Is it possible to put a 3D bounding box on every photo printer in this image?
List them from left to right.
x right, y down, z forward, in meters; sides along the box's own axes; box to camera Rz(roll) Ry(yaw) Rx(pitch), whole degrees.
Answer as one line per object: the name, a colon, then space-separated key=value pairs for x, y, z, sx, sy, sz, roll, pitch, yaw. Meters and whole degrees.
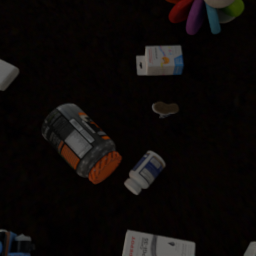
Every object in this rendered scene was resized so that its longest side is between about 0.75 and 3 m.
photo printer: x=-4.573 y=-1.920 z=9.745 sx=1.175 sy=0.408 sz=0.977 roll=27 pitch=68 yaw=12

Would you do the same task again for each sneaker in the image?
sneaker: x=0.883 y=-0.462 z=7.602 sx=0.960 sy=0.521 sz=0.337 roll=-2 pitch=77 yaw=-42

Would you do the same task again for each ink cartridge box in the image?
ink cartridge box: x=0.703 y=3.405 z=7.038 sx=1.746 sy=0.723 sz=1.279 roll=9 pitch=65 yaw=4
ink cartridge box: x=1.090 y=-2.375 z=9.896 sx=1.567 sy=0.532 sz=0.902 roll=-2 pitch=65 yaw=-1

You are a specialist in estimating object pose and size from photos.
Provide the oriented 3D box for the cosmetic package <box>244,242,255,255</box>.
cosmetic package: x=3.333 y=3.410 z=7.082 sx=0.643 sy=0.642 sz=0.779 roll=34 pitch=70 yaw=14

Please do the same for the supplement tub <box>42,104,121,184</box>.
supplement tub: x=-1.321 y=0.460 z=8.090 sx=1.363 sy=1.363 sz=2.225 roll=-41 pitch=72 yaw=-17

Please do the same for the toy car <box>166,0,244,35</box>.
toy car: x=2.598 y=-4.539 z=10.167 sx=2.932 sy=2.566 sz=2.199 roll=37 pitch=104 yaw=15

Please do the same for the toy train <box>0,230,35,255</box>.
toy train: x=-2.992 y=3.607 z=6.901 sx=1.187 sy=0.901 sz=2.078 roll=2 pitch=62 yaw=-9

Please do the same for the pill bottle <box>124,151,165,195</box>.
pill bottle: x=0.461 y=1.311 z=8.065 sx=0.667 sy=0.667 sz=1.202 roll=38 pitch=70 yaw=16
